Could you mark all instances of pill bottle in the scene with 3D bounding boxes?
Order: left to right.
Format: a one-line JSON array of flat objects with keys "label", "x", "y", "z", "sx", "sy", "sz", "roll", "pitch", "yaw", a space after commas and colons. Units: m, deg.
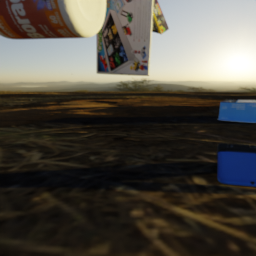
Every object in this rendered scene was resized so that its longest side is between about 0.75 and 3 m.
[{"label": "pill bottle", "x": -2.118, "y": -2.785, "z": 6.120, "sx": 2.960, "sy": 1.660, "sz": 1.660, "roll": 6, "pitch": 11, "yaw": 23}]

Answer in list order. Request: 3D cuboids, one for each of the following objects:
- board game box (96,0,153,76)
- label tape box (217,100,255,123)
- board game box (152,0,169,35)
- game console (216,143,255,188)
[{"label": "board game box", "x": -0.108, "y": -2.819, "z": 8.099, "sx": 1.602, "sy": 2.537, "sz": 0.439, "roll": 4, "pitch": 19, "yaw": 4}, {"label": "label tape box", "x": 4.133, "y": -0.625, "z": 10.055, "sx": 1.516, "sy": 0.699, "sz": 2.116, "roll": 4, "pitch": 8, "yaw": 26}, {"label": "board game box", "x": 0.770, "y": -3.928, "z": 9.563, "sx": 0.374, "sy": 1.318, "sz": 1.090, "roll": -36, "pitch": 35, "yaw": -6}, {"label": "game console", "x": 1.874, "y": 0.621, "z": 4.011, "sx": 1.171, "sy": 0.693, "sz": 0.999, "roll": 3, "pitch": -22, "yaw": 17}]
